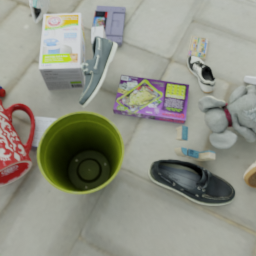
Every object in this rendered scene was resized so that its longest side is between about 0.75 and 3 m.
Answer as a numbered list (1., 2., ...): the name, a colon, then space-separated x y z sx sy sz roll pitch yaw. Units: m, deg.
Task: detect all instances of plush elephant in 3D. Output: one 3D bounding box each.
1. plush elephant: 3.343 -0.351 9.163 1.801 2.326 1.916 -9 91 28

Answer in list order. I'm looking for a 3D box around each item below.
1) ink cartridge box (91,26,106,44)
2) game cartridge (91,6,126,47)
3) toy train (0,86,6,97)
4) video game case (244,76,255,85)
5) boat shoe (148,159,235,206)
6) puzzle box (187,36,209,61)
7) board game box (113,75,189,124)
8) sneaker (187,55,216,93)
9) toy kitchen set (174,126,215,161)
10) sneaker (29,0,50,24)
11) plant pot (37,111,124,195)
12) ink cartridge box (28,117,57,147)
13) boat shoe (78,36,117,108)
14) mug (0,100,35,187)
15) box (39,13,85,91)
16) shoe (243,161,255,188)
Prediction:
1. ink cartridge box: -1.064 -3.216 10.802 0.466 1.117 0.811 -6 63 6
2. game cartridge: -0.833 -4.332 11.808 1.323 0.392 2.041 5 64 -2
3. toy train: -5.074 -0.909 9.761 0.773 1.057 1.827 9 64 5
4. video game case: 5.343 -1.466 9.568 2.090 2.296 0.272 8 104 4
5. boat shoe: 2.022 1.579 8.622 2.781 0.922 1.039 22 62 8
6. puzzle box: 2.849 -3.257 11.396 0.716 0.137 1.077 13 65 7
7. board game box: 0.865 -1.061 10.237 2.586 0.418 1.552 10 61 5
8. sneaker: 2.818 -2.197 10.548 0.661 0.766 1.748 -22 65 -8
9. toy kitchen set: 2.138 0.494 8.932 1.159 0.683 0.928 15 72 -30
10. sneaker: -3.530 -5.283 11.000 0.969 2.575 1.139 11 60 -6
11. plant pot: -1.258 0.996 8.212 2.246 2.163 2.246 1 67 -2
12. ink cartridge box: -2.814 0.195 9.690 1.128 0.249 1.148 7 67 3
13. boat shoe: -1.212 -1.953 9.477 0.861 1.014 2.785 28 64 -19
14. mug: -4.046 0.274 8.835 2.268 1.704 2.555 -36 73 -3
15. box: -2.398 -2.873 10.539 1.477 1.331 2.625 -2 64 -2
16. shoe: 4.858 1.143 9.033 2.727 0.953 0.728 -21 23 -8
